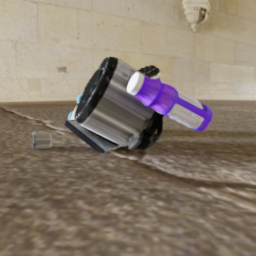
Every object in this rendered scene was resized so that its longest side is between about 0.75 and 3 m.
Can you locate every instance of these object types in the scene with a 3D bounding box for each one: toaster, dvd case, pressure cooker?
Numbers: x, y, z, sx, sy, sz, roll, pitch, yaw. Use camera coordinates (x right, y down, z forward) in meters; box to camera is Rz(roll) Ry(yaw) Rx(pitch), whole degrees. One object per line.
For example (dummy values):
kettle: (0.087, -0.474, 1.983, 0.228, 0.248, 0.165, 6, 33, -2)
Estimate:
toaster: (-2.793, 0.409, 9.052, 0.571, 0.502, 0.884, -1, 7, -21)
dvd case: (-0.852, 0.134, 9.617, 1.681, 0.207, 2.356, 36, 23, 18)
pressure cooker: (-0.044, -0.600, 8.585, 2.655, 2.335, 2.371, 27, -7, -18)

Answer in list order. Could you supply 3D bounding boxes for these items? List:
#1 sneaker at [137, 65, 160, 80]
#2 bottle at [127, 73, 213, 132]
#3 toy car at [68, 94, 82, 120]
sneaker: (0.044, -1.644, 11.673, 2.785, 1.104, 1.029, -15, 46, 2)
bottle: (1.085, -0.680, 7.321, 2.316, 0.756, 0.967, 24, 15, -22)
toy car: (-1.454, -0.478, 12.941, 2.042, 1.806, 1.882, 27, -2, -24)
